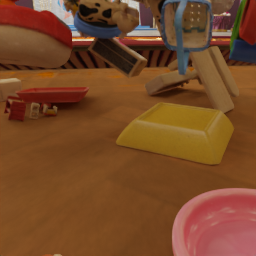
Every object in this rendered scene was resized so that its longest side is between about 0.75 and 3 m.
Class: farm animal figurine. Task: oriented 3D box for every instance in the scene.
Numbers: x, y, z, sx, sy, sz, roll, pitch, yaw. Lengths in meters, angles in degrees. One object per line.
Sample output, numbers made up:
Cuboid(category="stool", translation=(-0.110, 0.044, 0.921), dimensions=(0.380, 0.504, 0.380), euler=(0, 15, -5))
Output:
Cuboid(category="farm animal figurine", translation=(0.389, -2.145, 4.672), dimensions=(2.179, 2.155, 1.136), euler=(-34, 34, 29))

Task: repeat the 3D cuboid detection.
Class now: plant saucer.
Cuboid(category="plant saucer", translation=(1.308, -0.067, 7.181), dimensions=(2.470, 0.598, 2.470), euler=(11, 24, 25))
Cuboid(category="plant saucer", translation=(1.598, 1.511, 3.213), dimensions=(2.185, 0.554, 2.185), euler=(0, 21, 0))
Cuboid(category="plant saucer", translation=(-2.533, -1.180, 9.907), dimensions=(2.187, 0.402, 2.191), euler=(-1, 12, -4))

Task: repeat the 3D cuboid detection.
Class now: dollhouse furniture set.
Cuboid(category="dollhouse furniture set", translation=(2.450, -1.327, 10.532), dimensions=(2.620, 2.244, 2.755), euler=(-21, -5, -43))
Cuboid(category="dollhouse furniture set", translation=(-2.999, -0.538, 8.653), dimensions=(1.396, 0.568, 0.751), euler=(7, 14, -33))
Cuboid(category="dollhouse furniture set", translation=(-0.580, -3.851, 9.486), dimensions=(1.739, 2.516, 2.665), euler=(28, 68, 21))

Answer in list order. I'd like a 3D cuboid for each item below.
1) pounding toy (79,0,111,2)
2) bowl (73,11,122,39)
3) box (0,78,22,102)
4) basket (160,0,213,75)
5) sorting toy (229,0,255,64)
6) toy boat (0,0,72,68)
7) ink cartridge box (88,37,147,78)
Cuboid(category="pounding toy", translation=(-1.070, -3.572, 7.477), dimensions=(0.837, 1.393, 1.804), euler=(-27, 35, 12))
Cuboid(category="bowl", translation=(-0.607, -2.226, 5.886), dimensions=(1.063, 0.209, 1.063), euler=(8, 42, -8))
Cuboid(category="box", translation=(-4.760, -1.359, 10.314), dimensions=(1.518, 0.721, 0.590), euler=(-17, 28, -34))
Cuboid(category="basket", translation=(0.688, -1.173, 3.340), dimensions=(0.611, 0.775, 0.878), euler=(4, 50, 15))
Cuboid(category="sorting toy", translation=(3.126, -2.318, 6.450), dimensions=(1.132, 1.656, 2.757), euler=(13, 14, 11))
Cuboid(category="toy boat", translation=(-2.408, -2.218, 5.328), dimensions=(2.749, 1.797, 1.794), euler=(8, 3, 11))
Cuboid(category="ink cartridge box", translation=(-0.187, -1.755, 6.793), dimensions=(1.156, 0.527, 1.403), euler=(36, 16, 0))
